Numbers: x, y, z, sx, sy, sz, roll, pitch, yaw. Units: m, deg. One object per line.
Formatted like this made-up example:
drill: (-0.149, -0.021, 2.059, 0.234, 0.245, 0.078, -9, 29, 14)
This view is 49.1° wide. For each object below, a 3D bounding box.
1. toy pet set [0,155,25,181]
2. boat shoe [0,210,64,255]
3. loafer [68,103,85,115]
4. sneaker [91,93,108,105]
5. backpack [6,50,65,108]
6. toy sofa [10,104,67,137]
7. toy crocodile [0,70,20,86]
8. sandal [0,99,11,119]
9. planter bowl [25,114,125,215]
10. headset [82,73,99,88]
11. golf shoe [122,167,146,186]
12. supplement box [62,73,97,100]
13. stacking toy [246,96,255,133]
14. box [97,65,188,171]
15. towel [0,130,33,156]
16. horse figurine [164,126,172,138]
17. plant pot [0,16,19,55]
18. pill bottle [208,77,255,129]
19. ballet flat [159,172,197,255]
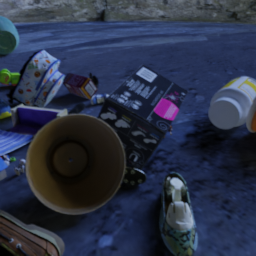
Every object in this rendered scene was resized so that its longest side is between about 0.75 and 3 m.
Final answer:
toy pet set: (-3.473, 0.926, 7.760, 1.178, 0.626, 1.100, 13, 29, 25)
boat shoe: (-2.359, 2.107, 5.142, 2.283, 0.821, 0.776, 8, 26, 16)
loafer: (-2.104, -0.710, 11.306, 0.357, 0.345, 1.017, -26, 14, 39)
sneaker: (-1.160, -1.265, 12.469, 0.696, 0.383, 0.950, 6, 21, 21)
backpack: (-3.759, -2.072, 11.876, 1.791, 2.214, 2.325, 23, 34, -11)
toy sofa: (-3.184, -0.231, 9.889, 1.988, 0.823, 0.970, 8, 26, 15)
toy crocodile: (-5.888, -2.595, 14.806, 2.808, 0.867, 0.948, -6, 24, -22)
sandal: (-5.583, -1.057, 11.238, 2.607, 1.135, 1.036, 23, 32, 36)
planter bowl: (-1.317, 0.794, 6.717, 2.168, 2.168, 1.459, -10, 2, -19)
headset: (-2.027, -2.333, 14.630, 1.049, 0.798, 1.699, -3, 41, 1)
golf shoe: (-0.110, 1.174, 7.457, 1.260, 0.487, 0.555, 6, 20, 12)
supplement box: (-2.290, -1.976, 13.191, 1.507, 0.832, 0.646, 21, 68, 36)
stacking toy: (5.449, -0.189, 8.858, 2.048, 2.048, 2.803, -20, 43, -35)
box: (0.388, -0.431, 8.521, 1.869, 1.623, 2.829, 31, 37, 5)
towel: (-4.423, 0.379, 9.034, 2.191, 0.261, 1.586, 8, 21, 19)
horse figurine: (1.042, 0.051, 9.923, 1.185, 0.296, 0.785, 2, 34, -2)
plant pot: (-9.752, -6.958, 21.587, 2.755, 2.755, 2.211, -16, 39, -29)
pill bottle: (4.011, -0.923, 10.526, 1.494, 1.494, 2.667, 18, 32, 31)
ballet flat: (1.035, 1.718, 6.051, 0.796, 0.796, 2.144, 0, 26, 0)
